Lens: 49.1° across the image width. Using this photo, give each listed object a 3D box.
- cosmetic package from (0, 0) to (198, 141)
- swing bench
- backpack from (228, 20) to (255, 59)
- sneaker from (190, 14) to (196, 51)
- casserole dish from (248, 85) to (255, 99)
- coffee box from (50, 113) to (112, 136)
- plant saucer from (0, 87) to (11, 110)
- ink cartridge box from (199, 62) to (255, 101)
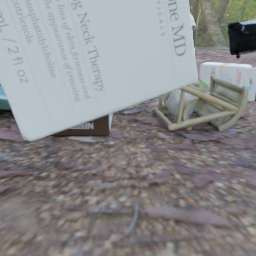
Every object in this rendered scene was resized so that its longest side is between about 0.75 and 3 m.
[{"bbox_3d":[-0.688,-1.448,4.098,2.492,2.086,2.073,-21,26,-14],"label":"cosmetic package"},{"bbox_3d":[1.980,-0.812,8.260,2.095,1.359,2.084,2,18,-9],"label":"swing bench"},{"bbox_3d":[2.936,-2.168,6.553,1.034,0.863,0.655,1,32,34],"label":"backpack"},{"bbox_3d":[1.353,-3.301,8.036,0.998,2.667,1.328,-24,18,-36],"label":"sneaker"},{"bbox_3d":[5.444,-1.382,11.222,1.221,0.391,2.016,-8,20,-21],"label":"casserole dish"},{"bbox_3d":[-1.281,-0.759,8.308,1.602,1.117,2.802,0,19,0],"label":"coffee box"},{"bbox_3d":[-3.994,-1.021,9.619,2.954,0.405,2.954,6,13,-1],"label":"plant saucer"},{"bbox_3d":[4.049,-1.872,11.180,2.259,1.323,0.760,15,25,37],"label":"ink cartridge box"}]
